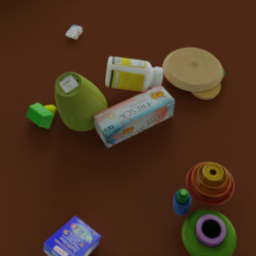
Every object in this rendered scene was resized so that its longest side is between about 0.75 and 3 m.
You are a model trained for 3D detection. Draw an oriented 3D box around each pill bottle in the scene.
[{"bbox_3d":[0.219,-2.054,10.953,2.118,1.186,1.186,7,56,-7],"label":"pill bottle"}]

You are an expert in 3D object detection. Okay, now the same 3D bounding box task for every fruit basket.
[{"bbox_3d":[-3.190,-0.505,10.641,1.046,0.755,1.046,24,18,-8],"label":"fruit basket"}]

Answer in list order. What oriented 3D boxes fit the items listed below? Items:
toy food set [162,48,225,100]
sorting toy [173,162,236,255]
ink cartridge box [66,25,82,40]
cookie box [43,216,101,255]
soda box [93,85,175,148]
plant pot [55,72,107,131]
[{"bbox_3d":[2.758,-2.435,11.839,2.603,0.633,2.576,17,58,11],"label":"toy food set"},{"bbox_3d":[2.177,2.135,7.925,1.769,1.208,2.944,3,55,10],"label":"sorting toy"},{"bbox_3d":[-2.613,-4.549,13.467,0.470,0.275,0.811,19,58,13],"label":"ink cartridge box"},{"bbox_3d":[-1.563,3.248,7.857,1.040,0.457,1.216,30,37,23],"label":"cookie box"},{"bbox_3d":[0.252,-0.449,10.316,2.928,0.931,1.001,-26,57,-15],"label":"soda box"},{"bbox_3d":[-1.822,-1.056,9.871,1.837,1.963,1.837,-2,70,6],"label":"plant pot"}]
